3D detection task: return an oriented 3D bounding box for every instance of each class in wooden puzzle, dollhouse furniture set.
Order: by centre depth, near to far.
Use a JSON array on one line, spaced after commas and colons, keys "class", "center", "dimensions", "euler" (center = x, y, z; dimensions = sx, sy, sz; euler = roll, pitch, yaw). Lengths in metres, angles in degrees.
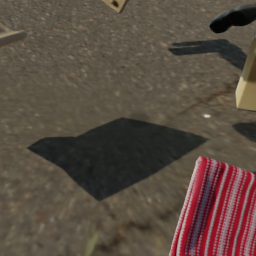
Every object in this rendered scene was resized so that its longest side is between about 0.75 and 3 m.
[{"class": "wooden puzzle", "center": [-2.053, -0.990, 2.479], "dimensions": [1.725, 0.399, 1.598], "euler": [28, 29, -4]}, {"class": "dollhouse furniture set", "center": [-0.828, -4.135, 7.201], "dimensions": [1.722, 1.476, 1.811], "euler": [39, 29, 6]}]

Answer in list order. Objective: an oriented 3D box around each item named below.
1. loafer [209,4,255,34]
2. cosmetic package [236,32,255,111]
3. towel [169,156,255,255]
[{"class": "loafer", "center": [2.569, -2.710, 6.691], "dimensions": [1.341, 0.488, 0.485], "euler": [5, 61, 55]}, {"class": "cosmetic package", "center": [3.506, -1.429, 6.938], "dimensions": [1.135, 2.158, 0.767], "euler": [8, 48, 11]}, {"class": "towel", "center": [1.188, 0.995, 2.784], "dimensions": [1.491, 0.168, 1.078], "euler": [20, 83, -18]}]
